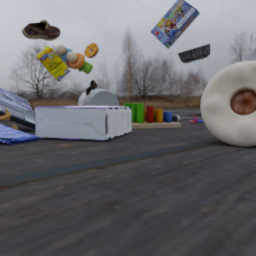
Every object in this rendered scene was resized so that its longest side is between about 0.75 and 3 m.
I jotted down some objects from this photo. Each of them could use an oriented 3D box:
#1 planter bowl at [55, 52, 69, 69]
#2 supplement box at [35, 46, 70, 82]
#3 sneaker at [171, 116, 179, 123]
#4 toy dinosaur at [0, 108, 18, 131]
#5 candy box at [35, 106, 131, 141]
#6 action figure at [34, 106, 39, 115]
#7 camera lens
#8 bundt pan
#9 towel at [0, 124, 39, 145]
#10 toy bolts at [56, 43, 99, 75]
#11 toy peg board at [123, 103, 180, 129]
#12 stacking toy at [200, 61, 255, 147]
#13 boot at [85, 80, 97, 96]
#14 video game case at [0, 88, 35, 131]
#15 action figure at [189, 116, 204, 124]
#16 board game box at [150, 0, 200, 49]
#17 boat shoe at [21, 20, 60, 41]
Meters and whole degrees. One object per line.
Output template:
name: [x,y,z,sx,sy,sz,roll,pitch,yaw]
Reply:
planter bowl: [-3.534,-3.387,14.713,1.121,1.121,0.755,4,-16,40]
supplement box: [-2.489,-2.125,9.267,0.544,1.000,0.548,-44,39,-8]
sneaker: [2.363,-0.437,15.249,0.430,0.425,1.083,3,-8,-22]
toy dinosaur: [-4.101,0.079,8.431,2.759,0.833,1.465,16,32,41]
candy box: [-1.301,-0.230,9.157,2.264,0.965,2.699,1,5,15]
action figure: [-5.962,-1.085,19.911,1.160,0.996,1.952,10,-5,-40]
camera lens: [-1.785,-1.296,16.408,1.930,1.930,2.413,-2,6,-25]
bundt pan: [3.061,-3.375,12.904,1.549,0.581,1.549,-15,13,3]
towel: [-3.406,0.118,7.699,1.587,0.189,1.149,16,9,20]
toy bolts: [-2.180,-3.121,11.578,1.581,1.510,1.096,19,-11,37]
toy peg board: [0.896,-0.594,12.972,2.228,1.094,2.237,-2,6,-23]
stacking toy: [3.463,-0.312,7.900,2.189,2.189,2.995,3,-13,31]
boot: [-1.704,-1.818,13.249,0.309,0.827,0.401,18,-13,35]
video game case: [-4.793,-0.941,11.146,2.137,0.284,2.992,26,10,-37]
action figure: [3.898,-0.478,15.355,1.054,0.522,0.344,-1,4,16]
board game box: [1.357,-3.097,8.289,0.226,1.312,0.888,22,28,-49]
boat shoe: [-3.653,-4.308,12.232,0.718,0.719,1.994,-38,-10,37]
